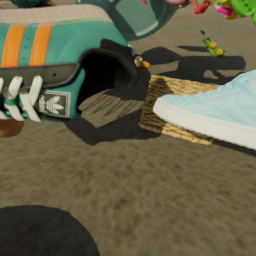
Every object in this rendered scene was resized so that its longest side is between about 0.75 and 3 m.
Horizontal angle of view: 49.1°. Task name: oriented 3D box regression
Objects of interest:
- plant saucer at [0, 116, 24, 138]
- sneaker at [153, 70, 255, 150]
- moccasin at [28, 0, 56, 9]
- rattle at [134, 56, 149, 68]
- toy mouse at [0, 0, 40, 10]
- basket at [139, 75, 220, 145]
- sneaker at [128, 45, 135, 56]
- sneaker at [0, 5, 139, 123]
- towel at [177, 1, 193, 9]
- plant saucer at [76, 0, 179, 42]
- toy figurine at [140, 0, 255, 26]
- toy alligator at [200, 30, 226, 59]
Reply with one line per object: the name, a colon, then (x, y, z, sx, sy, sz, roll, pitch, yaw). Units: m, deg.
plant saucer: (-2.331, -0.345, 4.135, 1.604, 0.259, 1.604, 26, 9, -5)
sneaker: (1.443, -0.290, 3.689, 2.428, 0.995, 0.898, 19, 3, 39)
moccasin: (-2.192, -3.066, 7.873, 1.148, 1.088, 2.975, 24, 7, -41)
rattle: (0.456, -2.730, 11.777, 0.540, 0.492, 0.756, -7, 2, -34)
toy mouse: (-3.190, -3.046, 7.158, 2.831, 0.548, 2.516, -18, 62, 23)
basket: (1.441, -0.414, 7.289, 1.926, 1.435, 1.374, 13, -1, 23)
sneaker: (-0.803, -3.396, 12.512, 2.208, 0.845, 0.892, 9, 20, 6)
sneaker: (-1.167, -0.567, 3.109, 2.983, 1.065, 1.192, -25, 66, -28)
towel: (1.692, -4.603, 8.999, 1.658, 0.408, 2.235, 23, -10, -28)
plant saucer: (0.129, -2.523, 5.806, 2.362, 2.362, 0.455, -9, 62, -15)
toy figurine: (1.037, -2.377, 4.405, 1.937, 1.580, 2.105, 14, -8, 38)
toy alligator: (2.476, -2.434, 8.415, 1.160, 0.279, 0.385, 52, 5, 11)
